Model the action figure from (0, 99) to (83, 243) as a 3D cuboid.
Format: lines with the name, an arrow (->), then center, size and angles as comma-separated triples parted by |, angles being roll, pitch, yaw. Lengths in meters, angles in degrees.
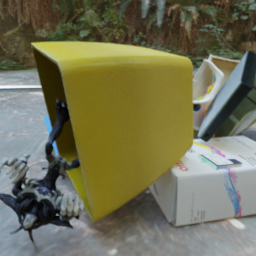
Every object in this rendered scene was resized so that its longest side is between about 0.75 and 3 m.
action figure -> -1.422, 0.896, 4.939 | 1.616, 2.718, 1.387 | 25, -2, -2

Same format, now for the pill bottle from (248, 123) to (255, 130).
pill bottle -> 3.778, -0.154, 9.626 | 1.039, 1.865, 1.039 | 9, 51, -11

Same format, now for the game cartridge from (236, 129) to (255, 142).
game cartridge -> 3.403, 0.535, 8.715 | 0.316, 1.066, 1.644 | 24, -8, -34

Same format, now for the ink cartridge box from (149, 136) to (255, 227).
ink cartridge box -> 2.097, 1.139, 6.913 | 2.903, 1.219, 2.102 | -4, 17, -12

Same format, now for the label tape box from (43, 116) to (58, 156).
label tape box -> -1.133, -0.663, 8.429 | 2.936, 0.929, 2.117 | -23, 41, -12

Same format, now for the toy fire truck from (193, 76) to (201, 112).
toy fire truck -> 1.526, -1.012, 9.215 | 1.979, 1.662, 1.110 | -23, 39, 40

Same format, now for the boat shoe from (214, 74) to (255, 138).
boat shoe -> 3.398, -0.672, 7.916 | 0.896, 2.620, 0.979 | -5, 53, -41

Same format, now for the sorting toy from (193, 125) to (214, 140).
sorting toy -> 1.639, 0.151, 8.933 | 2.369, 1.765, 0.317 | 26, 66, 29

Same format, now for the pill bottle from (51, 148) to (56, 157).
pill bottle -> -1.861, 0.616, 9.082 | 1.011, 1.011, 1.800 | 4, 17, 14

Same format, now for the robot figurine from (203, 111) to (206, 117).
robot figurine -> 3.395, -0.495, 10.546 | 1.143, 0.822, 0.666 | -7, 7, -25

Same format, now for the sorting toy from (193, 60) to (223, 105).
sorting toy -> 2.194, -1.116, 7.762 | 0.737, 1.379, 1.242 | 29, 10, -9

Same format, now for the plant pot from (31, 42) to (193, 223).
plant pot -> -0.231, -0.401, 6.016 | 2.600, 2.947, 2.948 | -17, 27, -20

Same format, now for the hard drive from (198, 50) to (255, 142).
hard drive -> 2.457, -0.733, 6.936 | 0.334, 2.030, 1.417 | 28, 50, 4

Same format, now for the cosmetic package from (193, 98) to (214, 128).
cosmetic package -> 2.671, -0.668, 11.004 | 2.546, 1.291, 0.907 | -5, 15, -40

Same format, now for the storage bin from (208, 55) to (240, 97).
storage bin -> 3.387, -1.722, 9.683 | 1.420, 1.410, 0.666 | 11, -4, 3
